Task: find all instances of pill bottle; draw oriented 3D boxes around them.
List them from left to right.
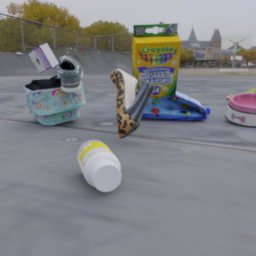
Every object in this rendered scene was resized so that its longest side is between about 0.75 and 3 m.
[{"bbox_3d":[-0.516,0.680,5.024,0.653,0.653,1.173,-4,15,-17],"label":"pill bottle"}]

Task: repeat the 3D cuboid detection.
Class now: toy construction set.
[{"bbox_3d":[5.942,-1.565,14.409,1.654,0.762,1.085,-8,37,0],"label":"toy construction set"}]

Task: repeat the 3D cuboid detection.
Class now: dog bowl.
[{"bbox_3d":[4.422,-0.692,9.975,1.845,0.680,1.845,-5,26,2],"label":"dog bowl"}]

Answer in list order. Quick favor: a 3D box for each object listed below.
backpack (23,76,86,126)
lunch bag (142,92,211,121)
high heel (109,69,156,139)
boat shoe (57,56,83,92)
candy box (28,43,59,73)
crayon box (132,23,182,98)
[{"bbox_3d":[-2.549,-1.009,9.913,1.963,1.665,2.211,-15,13,-28],"label":"backpack"},{"bbox_3d":[1.835,-0.996,11.254,2.945,1.385,2.217,11,12,5],"label":"lunch bag"},{"bbox_3d":[-0.273,-0.757,7.997,0.822,1.640,2.301,22,9,-35],"label":"high heel"},{"bbox_3d":[-1.917,-1.980,9.195,0.833,0.707,2.288,-6,36,-10],"label":"boat shoe"},{"bbox_3d":[-2.659,-2.164,8.760,0.841,0.706,0.301,-6,29,46],"label":"candy box"},{"bbox_3d":[0.868,-2.071,8.922,1.433,2.279,0.588,-4,36,-5],"label":"crayon box"}]
